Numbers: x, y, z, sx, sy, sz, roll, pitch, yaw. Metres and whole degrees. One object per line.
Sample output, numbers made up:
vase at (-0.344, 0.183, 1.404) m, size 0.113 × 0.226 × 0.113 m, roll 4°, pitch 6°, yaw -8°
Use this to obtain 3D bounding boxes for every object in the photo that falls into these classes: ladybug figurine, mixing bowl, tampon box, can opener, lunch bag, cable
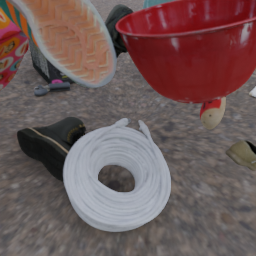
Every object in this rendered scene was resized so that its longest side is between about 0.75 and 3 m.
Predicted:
ladybug figurine at (1.802, -0.395, 6.065) m, size 0.361 × 0.682 × 1.005 m, roll 28°, pitch 39°, yaw -2°
mixing bowl at (1.049, -1.164, 4.251) m, size 2.284 × 1.237 × 2.284 m, roll -10°, pitch 31°, yaw 6°
tampon box at (-2.635, -2.913, 11.012) m, size 1.864 × 1.570 × 2.487 m, roll -18°, pitch 37°, yaw -25°
can opener at (-2.665, -1.329, 9.871) m, size 1.235 × 0.330 × 0.413 m, roll -7°, pitch 67°, yaw -12°
lunch bag at (-2.923, -1.330, 5.519) m, size 1.044 × 2.549 × 2.245 m, roll 51°, pitch 51°, yaw -6°
cable at (-0.210, 0.919, 5.397) m, size 2.064 × 0.714 × 2.064 m, roll -17°, pitch 63°, yaw -27°

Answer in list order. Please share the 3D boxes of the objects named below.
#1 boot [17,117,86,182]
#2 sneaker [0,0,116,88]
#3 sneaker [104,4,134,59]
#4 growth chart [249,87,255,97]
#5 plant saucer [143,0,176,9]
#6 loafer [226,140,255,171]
boot at (-1.391, 0.323, 6.828) m, size 2.353 × 0.911 × 1.627 m, roll 28°, pitch 38°, yaw 34°
sneaker at (-1.079, -1.538, 3.811) m, size 0.881 × 2.469 × 0.987 m, roll -42°, pitch 5°, yaw -2°
sneaker at (-0.373, -1.874, 6.513) m, size 0.710 × 1.857 × 1.064 m, roll 22°, pitch 22°, yaw -32°
growth chart at (4.908, -1.282, 9.881) m, size 1.041 × 0.128 × 1.438 m, roll 22°, pitch 40°, yaw 28°
plant saucer at (1.198, -4.155, 9.018) m, size 0.458 × 2.380 × 2.380 m, roll 12°, pitch 20°, yaw -43°
loafer at (1.887, 0.416, 4.360) m, size 1.006 × 0.339 × 0.383 m, roll 12°, pitch 32°, yaw -50°
